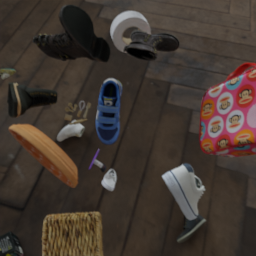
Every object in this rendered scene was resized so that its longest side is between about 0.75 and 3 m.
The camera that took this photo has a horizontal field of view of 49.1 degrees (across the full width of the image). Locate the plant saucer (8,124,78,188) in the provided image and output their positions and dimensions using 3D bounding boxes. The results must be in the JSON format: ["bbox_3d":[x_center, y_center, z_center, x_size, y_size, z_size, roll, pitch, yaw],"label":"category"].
[{"bbox_3d":[-2.261,0.724,7.798,2.405,2.405,0.450,34,67,20],"label":"plant saucer"}]

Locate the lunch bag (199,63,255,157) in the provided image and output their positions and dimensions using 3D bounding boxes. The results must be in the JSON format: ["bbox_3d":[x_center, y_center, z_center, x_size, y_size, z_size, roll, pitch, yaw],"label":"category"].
[{"bbox_3d":[3.325,-0.550,7.944,1.204,2.940,2.590,11,75,-26],"label":"lunch bag"}]

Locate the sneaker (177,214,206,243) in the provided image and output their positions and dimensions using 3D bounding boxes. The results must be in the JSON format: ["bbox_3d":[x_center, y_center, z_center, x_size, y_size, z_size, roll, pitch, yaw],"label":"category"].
[{"bbox_3d":[1.840,3.090,8.876,1.166,0.436,0.619,-29,56,-26],"label":"sneaker"}]

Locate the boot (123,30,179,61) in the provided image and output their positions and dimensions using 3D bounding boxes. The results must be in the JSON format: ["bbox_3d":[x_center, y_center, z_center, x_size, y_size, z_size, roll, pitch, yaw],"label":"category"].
[{"bbox_3d":[0.753,-2.406,8.513,1.758,0.609,1.531,7,36,-3],"label":"boot"}]

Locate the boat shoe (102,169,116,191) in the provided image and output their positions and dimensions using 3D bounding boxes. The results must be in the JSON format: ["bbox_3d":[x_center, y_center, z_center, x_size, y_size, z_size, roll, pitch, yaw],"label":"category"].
[{"bbox_3d":[-0.533,1.489,8.199,0.394,1.071,0.350,30,98,-12],"label":"boat shoe"}]

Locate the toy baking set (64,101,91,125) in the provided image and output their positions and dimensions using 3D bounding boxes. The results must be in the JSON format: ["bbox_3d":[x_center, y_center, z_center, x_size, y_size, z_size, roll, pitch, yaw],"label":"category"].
[{"bbox_3d":[-1.346,-0.406,7.564,0.781,0.599,0.091,-12,14,-21],"label":"toy baking set"}]

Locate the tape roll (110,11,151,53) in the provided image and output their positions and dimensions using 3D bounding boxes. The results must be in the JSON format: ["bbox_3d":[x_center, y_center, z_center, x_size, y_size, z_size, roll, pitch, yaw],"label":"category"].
[{"bbox_3d":[0.088,-3.604,10.649,1.497,1.497,0.523,-11,48,-7],"label":"tape roll"}]

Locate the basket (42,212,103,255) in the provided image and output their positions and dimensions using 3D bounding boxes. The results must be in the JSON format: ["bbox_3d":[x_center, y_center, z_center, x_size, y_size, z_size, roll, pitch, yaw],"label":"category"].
[{"bbox_3d":[-1.301,3.022,6.847,1.348,1.292,1.810,-5,71,-3],"label":"basket"}]

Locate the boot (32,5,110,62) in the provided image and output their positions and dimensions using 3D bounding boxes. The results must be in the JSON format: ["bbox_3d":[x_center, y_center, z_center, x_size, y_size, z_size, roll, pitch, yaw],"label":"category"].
[{"bbox_3d":[-2.199,-2.921,9.419,2.500,2.872,0.994,8,76,24],"label":"boot"}]

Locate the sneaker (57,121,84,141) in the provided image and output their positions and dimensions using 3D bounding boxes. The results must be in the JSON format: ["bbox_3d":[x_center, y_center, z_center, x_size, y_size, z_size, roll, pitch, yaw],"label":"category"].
[{"bbox_3d":[-2.154,0.212,10.691,0.620,0.395,1.073,32,61,22],"label":"sneaker"}]

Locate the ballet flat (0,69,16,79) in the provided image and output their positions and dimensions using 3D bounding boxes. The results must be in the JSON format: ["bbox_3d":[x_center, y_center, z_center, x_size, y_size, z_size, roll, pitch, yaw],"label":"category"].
[{"bbox_3d":[-3.623,-1.509,7.864,0.892,0.315,0.315,-2,53,-34],"label":"ballet flat"}]

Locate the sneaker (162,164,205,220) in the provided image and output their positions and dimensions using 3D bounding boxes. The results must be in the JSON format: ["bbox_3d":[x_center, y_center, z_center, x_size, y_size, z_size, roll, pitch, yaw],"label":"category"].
[{"bbox_3d":[1.499,1.598,6.759,0.757,2.140,0.781,-30,50,3],"label":"sneaker"}]

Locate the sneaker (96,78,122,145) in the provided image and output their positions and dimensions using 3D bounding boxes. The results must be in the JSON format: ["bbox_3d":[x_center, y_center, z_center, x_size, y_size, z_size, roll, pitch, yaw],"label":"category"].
[{"bbox_3d":[-0.609,-0.521,8.491,0.768,0.855,2.078,3,87,0],"label":"sneaker"}]

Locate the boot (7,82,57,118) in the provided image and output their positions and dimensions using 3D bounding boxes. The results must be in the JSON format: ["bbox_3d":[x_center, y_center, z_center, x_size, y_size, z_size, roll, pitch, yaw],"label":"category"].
[{"bbox_3d":[-2.833,-0.905,8.632,1.596,0.893,2.307,4,22,-25],"label":"boot"}]

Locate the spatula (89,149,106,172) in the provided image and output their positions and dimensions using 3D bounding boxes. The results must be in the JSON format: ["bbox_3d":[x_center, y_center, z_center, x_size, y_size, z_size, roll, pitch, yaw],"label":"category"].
[{"bbox_3d":[-0.783,0.990,7.519,0.196,1.903,0.538,22,75,13],"label":"spatula"}]

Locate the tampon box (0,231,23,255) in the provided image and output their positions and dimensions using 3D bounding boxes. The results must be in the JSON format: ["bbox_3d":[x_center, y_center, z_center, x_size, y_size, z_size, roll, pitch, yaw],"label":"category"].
[{"bbox_3d":[-3.764,3.657,8.273,0.984,0.738,0.621,-25,61,-15],"label":"tampon box"}]
